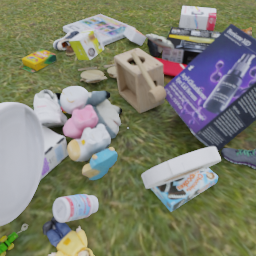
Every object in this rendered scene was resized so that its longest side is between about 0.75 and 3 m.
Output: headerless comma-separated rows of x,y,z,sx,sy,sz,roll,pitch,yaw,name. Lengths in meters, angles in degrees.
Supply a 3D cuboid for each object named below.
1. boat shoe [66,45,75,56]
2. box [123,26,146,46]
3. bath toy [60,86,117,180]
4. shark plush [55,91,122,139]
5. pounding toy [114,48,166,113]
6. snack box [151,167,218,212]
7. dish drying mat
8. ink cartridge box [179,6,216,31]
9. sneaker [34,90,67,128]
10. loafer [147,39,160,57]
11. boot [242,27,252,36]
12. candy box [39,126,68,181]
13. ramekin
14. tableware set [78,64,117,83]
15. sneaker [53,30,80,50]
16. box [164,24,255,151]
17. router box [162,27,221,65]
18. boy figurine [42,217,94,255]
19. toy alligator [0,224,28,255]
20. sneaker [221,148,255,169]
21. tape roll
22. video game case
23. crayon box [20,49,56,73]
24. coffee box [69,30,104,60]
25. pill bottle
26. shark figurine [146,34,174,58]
-2.337,-3.613,12.460,0.421,0.395,1.169,21,46,21,boat shoe
0.295,-4.257,12.921,0.648,0.452,0.851,12,29,-41,box
-1.222,0.048,7.579,1.151,0.978,2.646,-18,59,-14,bath toy
-1.572,-0.559,8.719,2.923,1.328,1.217,16,75,10,shark plush
0.617,-1.584,8.735,1.097,2.107,2.399,-25,44,-18,pounding toy
1.393,1.351,7.049,1.528,0.284,0.888,-24,47,-24,snack box
1.439,-2.436,11.130,2.342,0.213,0.899,20,46,21,dish drying mat
3.601,-5.682,14.485,1.753,0.750,1.293,9,43,7,ink cartridge box
-2.208,-0.547,8.010,0.815,1.039,2.091,-7,-2,-9,sneaker
1.253,-3.605,12.188,0.678,0.656,1.933,0,33,-2,loafer
5.765,-4.789,13.854,0.623,0.297,0.806,11,40,18,boot
-2.948,0.745,7.370,1.758,0.750,2.096,25,48,25,candy box
-2.657,0.620,5.401,1.095,2.351,2.351,6,42,12,ramekin
-0.853,-1.981,10.676,1.883,0.377,1.245,-12,35,-18,tableware set
-2.650,-3.926,12.697,0.570,0.563,1.435,29,61,35,sneaker
2.661,-1.082,7.805,2.781,1.451,2.058,-44,46,14,box
2.992,-3.450,12.024,2.752,0.719,2.164,11,44,12,router box
-1.217,2.427,5.756,0.845,0.438,1.360,-32,48,-33,boy figurine
-2.549,2.399,5.932,0.257,0.281,0.947,-17,21,50,toy alligator
3.233,0.704,7.535,1.352,0.592,0.503,18,45,18,sneaker
1.137,0.879,6.075,1.752,1.752,0.320,-15,73,-16,tape roll
-1.448,-4.873,13.923,2.464,0.321,2.707,-32,50,-31,video game case
-3.746,-2.783,11.594,0.832,0.333,1.310,25,48,25,crayon box
-1.562,-3.115,10.544,0.816,0.824,0.825,-44,36,-24,coffee box
-1.095,1.697,6.009,0.508,0.508,0.935,38,19,34,pill bottle
1.389,-3.165,10.943,0.869,0.607,1.454,-10,42,-44,shark figurine
